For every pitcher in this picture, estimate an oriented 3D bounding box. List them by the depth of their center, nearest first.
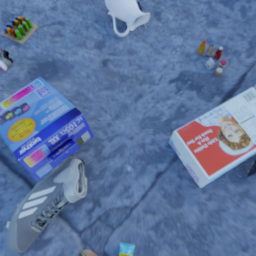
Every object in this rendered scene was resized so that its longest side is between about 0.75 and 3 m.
[{"bbox_3d":[-0.251,-4.375,10.560,1.456,1.029,1.697,-40,82,-7],"label":"pitcher"}]

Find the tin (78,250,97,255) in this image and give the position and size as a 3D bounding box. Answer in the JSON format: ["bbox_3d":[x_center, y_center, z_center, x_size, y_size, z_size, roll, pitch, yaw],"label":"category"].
[{"bbox_3d":[-0.934,3.534,7.291,0.839,0.176,0.470,33,74,14],"label":"tin"}]

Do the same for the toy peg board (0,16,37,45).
[{"bbox_3d":[-4.149,-3.806,10.503,0.999,0.491,1.004,26,67,11],"label":"toy peg board"}]

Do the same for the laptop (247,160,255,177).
[{"bbox_3d":[3.927,1.153,7.986,0.816,0.723,0.421,-15,41,-29],"label":"laptop"}]

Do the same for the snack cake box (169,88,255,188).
[{"bbox_3d":[2.948,0.267,8.335,2.967,0.997,1.706,-28,70,-12],"label":"snack cake box"}]

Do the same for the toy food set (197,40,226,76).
[{"bbox_3d":[3.035,-2.514,9.853,0.615,0.580,1.289,-23,67,-10],"label":"toy food set"}]

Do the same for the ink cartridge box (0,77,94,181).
[{"bbox_3d":[-2.404,0.038,7.906,2.024,1.132,2.967,-39,54,-17],"label":"ink cartridge box"}]

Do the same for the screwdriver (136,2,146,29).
[{"bbox_3d":[0.526,-4.422,10.959,0.188,0.196,1.345,-12,65,-5],"label":"screwdriver"}]

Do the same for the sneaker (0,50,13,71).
[{"bbox_3d":[-4.561,-2.605,9.970,0.566,0.478,1.295,-39,75,-17],"label":"sneaker"}]

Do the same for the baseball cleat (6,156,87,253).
[{"bbox_3d":[-2.051,1.981,7.383,1.510,0.989,2.837,7,62,32],"label":"baseball cleat"}]

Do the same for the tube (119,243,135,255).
[{"bbox_3d":[-0.108,3.560,7.250,0.408,0.265,1.053,15,61,-7],"label":"tube"}]

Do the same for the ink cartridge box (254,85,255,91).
[{"bbox_3d":[5.026,-1.147,8.888,1.174,1.180,1.608,-36,69,-15],"label":"ink cartridge box"}]
